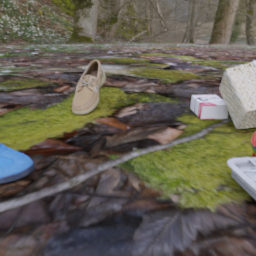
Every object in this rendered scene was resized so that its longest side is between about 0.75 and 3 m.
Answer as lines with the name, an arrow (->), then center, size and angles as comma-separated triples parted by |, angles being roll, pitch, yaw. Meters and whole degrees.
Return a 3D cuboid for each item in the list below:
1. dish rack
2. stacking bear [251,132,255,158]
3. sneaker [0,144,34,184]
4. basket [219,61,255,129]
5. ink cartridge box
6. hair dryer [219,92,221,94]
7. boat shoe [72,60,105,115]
dish rack -> 3.299, 1.133, 5.337 | 2.331, 0.508, 2.001 | -3, 17, -7
stacking bear -> 3.159, 0.492, 6.550 | 0.621, 1.022, 0.581 | 12, 60, 22
sneaker -> -3.511, 0.503, 6.254 | 2.896, 1.135, 0.955 | 7, 20, 13
basket -> 3.763, -0.995, 8.837 | 1.137, 1.249, 1.843 | -11, 60, 0
ink cartridge box -> 2.989, -0.791, 10.412 | 0.990, 0.576, 1.367 | -1, 21, -3
hair dryer -> 4.795, -1.654, 13.315 | 0.992, 0.269, 0.755 | -1, 3, -15
boat shoe -> -1.639, -1.660, 11.159 | 1.018, 0.921, 2.856 | 0, 44, 11
